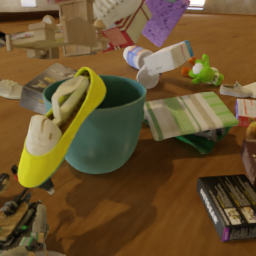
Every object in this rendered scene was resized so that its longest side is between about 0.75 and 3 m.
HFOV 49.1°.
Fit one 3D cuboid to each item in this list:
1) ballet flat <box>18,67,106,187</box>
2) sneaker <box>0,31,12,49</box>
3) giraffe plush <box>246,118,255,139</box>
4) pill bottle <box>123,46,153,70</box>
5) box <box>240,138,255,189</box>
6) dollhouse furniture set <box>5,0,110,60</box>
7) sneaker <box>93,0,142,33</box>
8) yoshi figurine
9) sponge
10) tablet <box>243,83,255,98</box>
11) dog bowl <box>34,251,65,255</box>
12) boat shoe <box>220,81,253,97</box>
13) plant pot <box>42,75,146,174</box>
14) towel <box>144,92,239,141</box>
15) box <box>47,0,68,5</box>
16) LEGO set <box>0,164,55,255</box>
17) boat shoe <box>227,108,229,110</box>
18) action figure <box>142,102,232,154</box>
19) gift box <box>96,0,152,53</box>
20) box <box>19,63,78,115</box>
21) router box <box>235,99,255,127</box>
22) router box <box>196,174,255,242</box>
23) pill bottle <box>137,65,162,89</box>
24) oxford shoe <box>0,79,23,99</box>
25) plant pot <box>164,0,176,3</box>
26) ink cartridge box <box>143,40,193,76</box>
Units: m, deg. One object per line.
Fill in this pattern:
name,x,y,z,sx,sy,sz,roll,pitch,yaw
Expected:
ballet flat,-1.055,-0.116,4.197,0.687,0.689,2.055,22,64,25
sneaker,-2.951,-1.781,6.213,0.939,1.342,0.522,-38,82,-15
giraffe plush,3.630,0.090,7.657,1.026,0.885,0.832,-8,20,-33
pill bottle,0.504,-3.669,14.532,1.056,1.056,1.885,-13,31,-24
box,3.127,0.821,6.458,0.730,0.546,1.458,4,26,8
dollhouse furniture set,-1.594,-1.988,5.214,2.010,1.151,2.357,0,10,24
sneaker,-0.629,-3.228,7.561,1.233,1.061,2.913,-38,10,-26
yoshi figurine,3.231,-2.521,12.383,1.199,1.204,2.142,-27,37,-14
sponge,1.297,-4.574,11.305,1.515,2.716,0.405,40,64,-1
tablet,5.298,-1.592,11.562,1.640,0.112,1.067,-18,33,-31
dog bowl,-1.229,2.319,3.653,1.558,0.457,1.558,1,28,0
boat shoe,4.249,-1.560,10.971,1.215,0.518,0.449,12,42,23
plant pot,-0.740,-0.045,6.689,2.299,1.845,2.299,0,27,0
towel,1.602,-0.333,7.619,2.194,0.337,1.637,-9,38,-4
box,-1.020,-3.368,6.002,1.697,0.846,0.810,-11,67,-6
LEGO set,-1.890,1.535,4.616,1.895,0.827,2.918,-31,22,0
boat shoe,2.781,-0.818,9.625,1.388,0.509,0.517,20,33,33
action figure,1.411,-0.271,8.381,2.924,0.799,1.727,21,37,40
gift box,-0.568,-4.121,10.076,2.066,1.907,1.930,5,58,38
box,-1.903,-1.172,9.387,2.266,0.692,2.861,21,27,-3
router box,4.225,-0.456,9.081,1.342,0.365,1.495,9,29,16
router box,2.046,1.463,5.391,1.047,0.359,1.404,-3,28,-5
pill bottle,0.984,-2.367,12.192,0.899,0.899,1.613,7,28,13
oxford shoe,-4.614,-1.565,10.985,2.102,0.607,0.790,14,27,20
plant pot,0.783,-4.537,8.262,1.309,1.285,1.281,5,30,-10
ink cartridge box,1.215,-2.084,8.319,0.955,0.560,1.322,-9,21,39
